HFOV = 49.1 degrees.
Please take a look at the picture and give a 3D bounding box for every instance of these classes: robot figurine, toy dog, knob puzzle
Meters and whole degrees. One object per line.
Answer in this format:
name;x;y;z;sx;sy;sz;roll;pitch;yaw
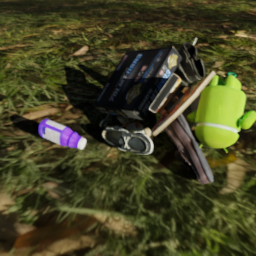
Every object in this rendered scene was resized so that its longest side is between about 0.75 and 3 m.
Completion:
robot figurine;2.958;-0.440;9.107;2.120;2.417;1.398;8;-7;39
toy dog;0.085;-0.167;10.110;1.264;0.923;1.917;-31;44;-33
knob puzzle;1.403;-0.644;8.709;0.365;2.632;2.632;45;42;-2

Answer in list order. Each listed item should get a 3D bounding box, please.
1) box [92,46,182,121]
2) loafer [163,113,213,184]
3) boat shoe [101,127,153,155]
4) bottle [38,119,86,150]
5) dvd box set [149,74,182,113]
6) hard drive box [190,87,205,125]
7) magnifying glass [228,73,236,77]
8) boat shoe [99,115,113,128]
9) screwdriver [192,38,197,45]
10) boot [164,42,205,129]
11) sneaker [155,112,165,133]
box;0.226;-1.667;10.292;2.717;0.680;2.737;15;69;51
loafer;1.794;0.668;8.908;0.894;1.021;2.840;-27;44;12
boat shoe;-0.087;0.436;9.141;0.605;0.758;2.005;-4;11;-44
bottle;-2.052;0.241;8.741;1.497;0.625;0.489;21;45;12
dvd box set;1.211;-1.048;8.823;0.252;1.255;1.716;36;11;8
hard drive box;2.738;-0.824;10.585;0.458;1.193;0.930;3;33;-19
magnifying glass;5.420;-2.692;14.791;0.424;0.119;1.065;17;35;24
boat shoe;-0.793;-0.266;10.878;0.242;0.304;0.803;29;55;15
screwdriver;2.339;-2.693;11.707;0.358;2.564;0.373;31;-4;-20
boot;2.042;-1.447;10.096;0.981;1.892;2.897;-9;75;-29
sneaker;1.252;-0.292;10.584;0.535;0.542;1.418;-21;29;6
